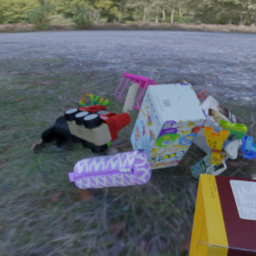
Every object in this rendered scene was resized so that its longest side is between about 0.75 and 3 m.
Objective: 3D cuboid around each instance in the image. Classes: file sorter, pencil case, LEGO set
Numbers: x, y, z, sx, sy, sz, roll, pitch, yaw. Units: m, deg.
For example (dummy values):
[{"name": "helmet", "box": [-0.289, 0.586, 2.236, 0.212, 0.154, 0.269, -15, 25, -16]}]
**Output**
[{"name": "file sorter", "box": [0.515, -1.395, 11.894, 1.331, 1.201, 1.915, 28, 0, -36]}, {"name": "pencil case", "box": [-0.460, 1.180, 7.568, 2.209, 0.927, 0.944, -14, 5, 32]}, {"name": "LEGO set", "box": [2.887, 0.510, 7.953, 2.654, 1.089, 1.012, 16, 33, 26]}]

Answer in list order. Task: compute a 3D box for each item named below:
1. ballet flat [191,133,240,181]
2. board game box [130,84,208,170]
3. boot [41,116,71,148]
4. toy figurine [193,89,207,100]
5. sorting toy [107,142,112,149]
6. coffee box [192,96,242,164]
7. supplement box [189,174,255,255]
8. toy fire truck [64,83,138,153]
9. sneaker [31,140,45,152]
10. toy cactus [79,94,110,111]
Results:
[{"name": "ballet flat", "box": [2.840, 0.865, 8.482, 0.775, 2.088, 0.775, 37, 12, -9]}, {"name": "board game box", "box": [1.106, 0.058, 8.596, 1.343, 2.607, 1.367, -6, 56, -17]}, {"name": "boot", "box": [-2.057, 0.044, 10.982, 2.260, 0.863, 1.899, -4, 22, 7]}, {"name": "toy figurine", "box": [2.899, -1.246, 13.666, 1.935, 1.021, 1.159, 2, 31, 7]}, {"name": "sorting toy", "box": [-1.114, 0.491, 10.633, 0.823, 0.562, 1.369, -36, 53, -28]}, {"name": "coffee box", "box": [3.137, -0.030, 10.165, 1.454, 1.026, 2.572, 38, 29, 0]}, {"name": "supplement box", "box": [2.326, 2.283, 4.581, 2.414, 2.381, 1.603, 4, 26, 9]}, {"name": "toy fire truck", "box": [-0.598, -0.387, 7.775, 1.941, 1.249, 1.708, -26, 24, -30]}, {"name": "sneaker", "box": [-3.419, 0.693, 10.456, 0.313, 0.292, 0.830, -11, 17, 20]}, {"name": "toy cactus", "box": [-1.756, -0.993, 13.539, 1.726, 0.883, 1.424, 12, 47, 19]}]
